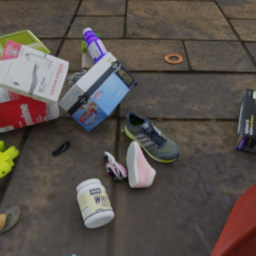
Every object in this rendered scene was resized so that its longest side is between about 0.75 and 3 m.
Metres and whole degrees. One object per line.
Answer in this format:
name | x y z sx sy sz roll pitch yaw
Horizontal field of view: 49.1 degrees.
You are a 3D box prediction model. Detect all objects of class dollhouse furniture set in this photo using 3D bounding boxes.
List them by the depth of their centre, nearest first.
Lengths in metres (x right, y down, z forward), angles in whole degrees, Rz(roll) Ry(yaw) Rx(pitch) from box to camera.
dollhouse furniture set | -1.701 -3.529 13.793 1.146 0.885 2.292 0 63 -10

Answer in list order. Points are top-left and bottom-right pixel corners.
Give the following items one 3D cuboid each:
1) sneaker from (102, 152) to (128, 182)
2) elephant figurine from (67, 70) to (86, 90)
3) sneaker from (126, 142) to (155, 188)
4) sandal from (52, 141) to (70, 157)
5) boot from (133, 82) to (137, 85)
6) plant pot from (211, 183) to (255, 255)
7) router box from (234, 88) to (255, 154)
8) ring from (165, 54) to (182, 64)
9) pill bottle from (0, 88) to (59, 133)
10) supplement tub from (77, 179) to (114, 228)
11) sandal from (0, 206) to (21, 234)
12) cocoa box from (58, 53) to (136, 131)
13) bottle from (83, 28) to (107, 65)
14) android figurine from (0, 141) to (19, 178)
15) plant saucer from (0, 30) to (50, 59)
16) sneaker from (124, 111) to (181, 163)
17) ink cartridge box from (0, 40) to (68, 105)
sneaker | -0.526 1.234 8.788 0.514 0.478 1.190 -41 45 -10
elephant figurine | -2.075 -2.059 11.977 1.019 0.929 1.313 24 25 -15
sneaker | 0.403 1.152 8.603 0.756 0.544 1.446 12 58 -26
sandal | -2.256 0.698 9.534 0.291 0.164 0.767 26 50 24
boot | -0.089 -2.109 12.254 0.805 0.258 0.750 35 21 27
plant pot | 3.527 2.534 6.062 2.667 2.353 2.670 26 50 24
router box | 5.143 -0.155 9.987 2.217 0.736 2.819 14 46 14
ring | 2.245 -3.402 13.848 0.862 0.083 0.862 -1 44 1
pill bottle | -4.112 -0.792 9.999 2.955 1.659 1.659 -16 46 -15
supplement tub | -0.919 2.033 7.569 0.796 0.796 1.098 -16 57 -16
sandal | -3.520 2.561 7.453 1.361 0.371 0.556 -28 50 -26
cocoa box | -1.077 -1.315 10.259 1.518 1.543 2.313 44 49 -11
bottle | -1.538 -3.765 12.973 0.590 0.755 1.808 -17 73 -41
android figurine | -4.511 1.203 8.577 1.987 0.448 2.183 18 42 33
plant saucer | -5.659 -4.223 14.318 2.499 0.598 2.496 -26 50 -24
sneaker | 0.704 0.283 9.268 2.358 0.954 0.871 33 69 28
ink cartridge box | -3.064 -1.735 9.031 1.955 0.809 1.432 18 81 -15
